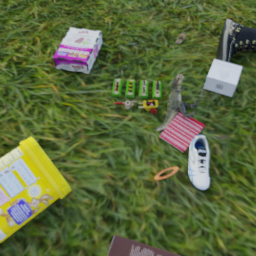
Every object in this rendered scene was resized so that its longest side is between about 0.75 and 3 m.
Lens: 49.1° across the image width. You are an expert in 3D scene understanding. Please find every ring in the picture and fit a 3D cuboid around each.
[{"bbox_3d":[1.233,1.477,8.978,0.835,0.835,0.080,-26,95,-18],"label":"ring"}]

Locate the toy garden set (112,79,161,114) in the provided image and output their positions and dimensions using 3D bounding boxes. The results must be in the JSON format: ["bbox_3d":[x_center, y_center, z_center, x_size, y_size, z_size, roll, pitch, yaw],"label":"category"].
[{"bbox_3d":[0.339,-1.376,11.267,2.020,0.403,1.684,4,53,3],"label":"toy garden set"}]

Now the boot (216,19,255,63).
[{"bbox_3d":[5.271,-3.667,12.575,2.303,1.100,3.049,15,55,8],"label":"boot"}]

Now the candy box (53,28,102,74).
[{"bbox_3d":[-2.223,-3.541,12.702,1.568,0.701,2.299,10,54,8],"label":"candy box"}]

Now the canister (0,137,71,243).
[{"bbox_3d":[-3.403,1.883,8.058,2.796,1.210,2.077,-37,87,-22],"label":"canister"}]

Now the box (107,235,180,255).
[{"bbox_3d":[0.603,3.575,7.105,2.269,1.136,0.850,13,54,9],"label":"box"}]

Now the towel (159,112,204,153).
[{"bbox_3d":[1.989,0.119,10.300,1.093,0.170,1.512,33,62,20],"label":"towel"}]

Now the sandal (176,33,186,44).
[{"bbox_3d":[2.585,-4.387,13.636,0.347,0.233,0.863,25,57,18],"label":"sandal"}]

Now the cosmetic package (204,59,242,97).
[{"bbox_3d":[3.916,-2.072,11.581,1.188,0.732,1.192,20,58,15],"label":"cosmetic package"}]

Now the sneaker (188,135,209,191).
[{"bbox_3d":[2.353,1.104,9.225,0.689,0.695,1.917,3,56,2],"label":"sneaker"}]

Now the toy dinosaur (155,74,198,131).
[{"bbox_3d":[1.996,-0.832,10.781,1.231,0.663,2.794,13,59,14],"label":"toy dinosaur"}]
